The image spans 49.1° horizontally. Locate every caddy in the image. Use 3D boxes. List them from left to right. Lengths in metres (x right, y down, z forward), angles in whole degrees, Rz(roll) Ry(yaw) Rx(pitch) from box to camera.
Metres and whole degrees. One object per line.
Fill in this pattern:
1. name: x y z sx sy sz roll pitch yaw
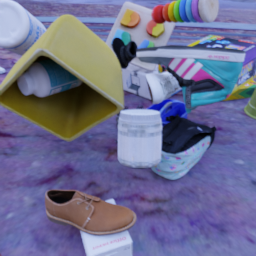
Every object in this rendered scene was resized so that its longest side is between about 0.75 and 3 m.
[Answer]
1. caddy: 1.451 -0.460 10.493 1.355 1.006 1.917 21 38 31

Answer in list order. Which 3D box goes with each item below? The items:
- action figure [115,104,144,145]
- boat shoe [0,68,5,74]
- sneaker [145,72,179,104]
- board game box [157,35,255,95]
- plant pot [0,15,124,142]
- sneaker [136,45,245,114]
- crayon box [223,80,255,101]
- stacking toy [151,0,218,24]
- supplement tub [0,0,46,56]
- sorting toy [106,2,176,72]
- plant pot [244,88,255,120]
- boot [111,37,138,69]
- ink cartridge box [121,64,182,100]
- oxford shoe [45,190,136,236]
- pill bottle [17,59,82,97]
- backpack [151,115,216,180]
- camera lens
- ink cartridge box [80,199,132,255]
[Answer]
1. action figure: 0.232 -0.051 9.636 1.502 1.289 2.527 4 29 -13
2. boat shoe: -7.488 -3.376 15.395 1.532 0.653 0.566 12 34 18
3. sneaker: 0.987 -1.225 7.738 0.910 0.782 2.149 -11 17 10
4. board game box: 2.810 -2.098 9.100 2.916 0.827 2.410 -31 40 -31
5. plant pot: -1.717 -1.626 7.985 2.550 2.534 2.609 -27 42 37
6. sneaker: 1.437 -1.232 7.161 2.727 1.647 1.140 14 23 30
7. crayon box: 4.801 -1.870 13.108 2.281 0.579 1.448 -9 33 -13
8. stacking toy: 1.855 -4.199 10.018 2.501 1.068 1.068 11 32 42
9. supplement tub: -3.796 -3.332 9.717 1.495 1.495 2.265 2 5 3
10. sorting toy: 0.482 -4.140 12.419 2.581 2.789 0.509 24 -8 11
11. plant pot: 5.670 -1.264 11.289 1.587 1.507 1.587 0 32 0
12. boot: -0.110 -2.786 9.721 0.479 0.952 1.274 -15 78 -25
13. ink cartridge box: 0.966 -2.422 13.379 2.786 1.196 2.040 24 39 34
14. oxford shoe: -0.887 1.792 6.158 2.157 0.769 0.769 5 33 12
15. pill bottle: -2.171 -1.432 7.852 0.958 0.958 1.728 26 37 35
16. backpack: 1.529 0.578 8.575 1.726 1.309 2.068 16 34 37
17. camera lens: 0.261 0.252 6.361 0.989 1.236 0.989 1 11 0
18. ink cartridge box: -0.576 2.388 6.411 0.978 0.567 1.325 -12 35 -16
